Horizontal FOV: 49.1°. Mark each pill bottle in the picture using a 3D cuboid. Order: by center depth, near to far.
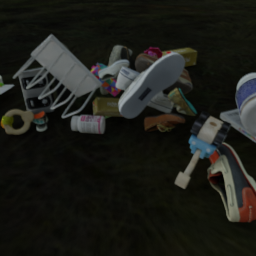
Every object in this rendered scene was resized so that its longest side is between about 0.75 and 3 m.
[{"bbox_3d":[-1.414,-0.127,9.935,1.108,0.628,0.628,3,32,6],"label":"pill bottle"},{"bbox_3d":[4.641,-0.932,9.941,1.489,1.489,2.574,6,32,10],"label":"pill bottle"}]

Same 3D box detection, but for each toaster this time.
[{"bbox_3d":[-3.496,-1.502,10.913,1.081,1.647,1.821,-11,17,-11],"label":"toaster"}]

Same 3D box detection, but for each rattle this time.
[{"bbox_3d":[-3.825,-0.241,10.238,1.426,1.018,0.928,-24,82,-26],"label":"rattle"}]

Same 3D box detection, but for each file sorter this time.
[{"bbox_3d":[-2.369,-1.553,9.341,1.550,2.234,1.391,-13,42,49],"label":"file sorter"}]

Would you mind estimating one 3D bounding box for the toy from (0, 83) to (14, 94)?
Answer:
[{"bbox_3d":[-5.963,-1.286,11.897,1.287,0.528,2.235,3,31,10],"label":"toy"}]

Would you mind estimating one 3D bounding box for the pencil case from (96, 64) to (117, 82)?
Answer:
[{"bbox_3d":[-0.929,-2.782,14.118,1.594,0.678,0.737,23,67,31],"label":"pencil case"}]

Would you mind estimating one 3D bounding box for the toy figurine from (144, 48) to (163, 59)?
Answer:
[{"bbox_3d":[1.153,-2.639,11.911,1.347,1.652,1.794,-23,-5,17],"label":"toy figurine"}]

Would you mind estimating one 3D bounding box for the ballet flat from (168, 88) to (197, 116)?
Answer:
[{"bbox_3d":[1.896,-0.828,9.948,0.600,1.698,0.600,-15,59,27],"label":"ballet flat"}]

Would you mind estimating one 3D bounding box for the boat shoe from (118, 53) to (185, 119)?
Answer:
[{"bbox_3d":[0.508,-1.190,7.315,2.130,0.784,0.696,-40,33,11],"label":"boat shoe"}]

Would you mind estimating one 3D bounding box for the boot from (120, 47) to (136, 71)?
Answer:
[{"bbox_3d":[0.141,-2.451,9.840,0.717,1.036,0.401,-30,50,-21],"label":"boot"}]

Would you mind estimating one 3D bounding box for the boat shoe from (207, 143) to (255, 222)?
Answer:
[{"bbox_3d":[2.569,1.313,7.364,0.871,0.991,2.783,-12,31,0],"label":"boat shoe"}]

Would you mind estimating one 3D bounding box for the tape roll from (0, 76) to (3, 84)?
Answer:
[{"bbox_3d":[-6.639,-2.233,13.555,1.018,0.356,1.018,0,32,0],"label":"tape roll"}]

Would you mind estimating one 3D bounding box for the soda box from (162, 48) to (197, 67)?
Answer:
[{"bbox_3d":[2.657,-3.861,15.716,2.414,0.818,0.773,-16,35,-23],"label":"soda box"}]

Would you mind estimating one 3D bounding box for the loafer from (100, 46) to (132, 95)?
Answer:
[{"bbox_3d":[-0.494,-2.123,10.702,0.726,2.079,0.727,7,42,-30],"label":"loafer"}]

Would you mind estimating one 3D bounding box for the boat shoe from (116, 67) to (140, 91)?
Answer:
[{"bbox_3d":[0.311,-1.259,8.385,0.748,0.665,2.034,39,17,34],"label":"boat shoe"}]

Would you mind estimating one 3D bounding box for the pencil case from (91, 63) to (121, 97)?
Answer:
[{"bbox_3d":[-0.818,-1.726,10.180,1.315,0.581,0.581,41,29,-16],"label":"pencil case"}]

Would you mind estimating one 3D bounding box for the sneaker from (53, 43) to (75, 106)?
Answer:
[{"bbox_3d":[-2.867,-2.284,11.688,1.024,1.454,2.738,-12,61,-28],"label":"sneaker"}]

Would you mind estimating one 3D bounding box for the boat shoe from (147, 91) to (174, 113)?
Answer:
[{"bbox_3d":[0.925,-1.208,10.469,2.371,0.775,0.872,15,18,-49],"label":"boat shoe"}]

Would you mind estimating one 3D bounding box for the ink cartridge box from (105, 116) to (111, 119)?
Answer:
[{"bbox_3d":[-0.751,-0.768,11.079,0.469,0.268,0.904,-19,32,12],"label":"ink cartridge box"}]

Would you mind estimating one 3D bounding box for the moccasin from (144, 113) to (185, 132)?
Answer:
[{"bbox_3d":[1.193,-0.130,9.548,1.682,0.649,0.615,-6,-18,42],"label":"moccasin"}]

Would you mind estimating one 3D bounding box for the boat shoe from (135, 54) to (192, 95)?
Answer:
[{"bbox_3d":[1.303,-2.066,10.220,2.594,0.982,0.931,23,60,-36],"label":"boat shoe"}]

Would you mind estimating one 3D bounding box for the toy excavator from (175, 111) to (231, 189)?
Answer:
[{"bbox_3d":[1.920,0.639,7.503,0.844,1.689,1.642,27,36,18],"label":"toy excavator"}]

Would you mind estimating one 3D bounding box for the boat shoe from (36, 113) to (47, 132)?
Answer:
[{"bbox_3d":[-3.207,-0.229,10.388,0.357,0.321,1.009,-5,32,-7],"label":"boat shoe"}]

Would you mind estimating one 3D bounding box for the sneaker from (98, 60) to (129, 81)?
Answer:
[{"bbox_3d":[-0.461,-1.910,9.535,1.147,0.419,0.406,-24,58,16],"label":"sneaker"}]

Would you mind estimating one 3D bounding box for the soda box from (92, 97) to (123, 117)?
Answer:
[{"bbox_3d":[-0.439,-0.759,10.449,1.697,0.575,0.543,0,74,-23],"label":"soda box"}]

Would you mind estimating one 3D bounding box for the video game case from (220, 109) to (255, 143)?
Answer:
[{"bbox_3d":[5.038,-0.008,10.104,2.018,0.254,2.818,-13,34,-21],"label":"video game case"}]
